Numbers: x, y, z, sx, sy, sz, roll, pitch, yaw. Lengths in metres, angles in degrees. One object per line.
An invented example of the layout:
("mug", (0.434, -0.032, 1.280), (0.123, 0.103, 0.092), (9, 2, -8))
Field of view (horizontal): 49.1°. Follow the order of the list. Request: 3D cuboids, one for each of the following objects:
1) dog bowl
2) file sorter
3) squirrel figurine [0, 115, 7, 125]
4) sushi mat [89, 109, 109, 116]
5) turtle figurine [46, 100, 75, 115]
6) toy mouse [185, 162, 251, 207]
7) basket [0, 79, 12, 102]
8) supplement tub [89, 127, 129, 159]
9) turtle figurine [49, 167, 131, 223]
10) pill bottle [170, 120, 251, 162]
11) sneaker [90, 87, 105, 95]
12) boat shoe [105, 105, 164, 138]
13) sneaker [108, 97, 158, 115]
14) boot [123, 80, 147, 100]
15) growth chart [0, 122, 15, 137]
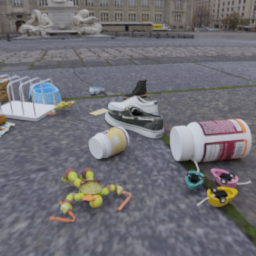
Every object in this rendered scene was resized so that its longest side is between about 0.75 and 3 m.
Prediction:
("dog bowl", (-4.459, -1.827, 14.909), (1.457, 0.648, 2.614), (-12, 25, -25))
("file sorter", (-4.842, -1.437, 12.787), (2.547, 1.586, 1.768), (8, 24, 16))
("squirrel figurine", (-5.918, -0.812, 10.541), (1.472, 1.942, 2.080), (-5, 20, 8))
("sushi mat", (-1.335, -0.734, 13.073), (0.438, 0.055, 0.915), (18, 29, 39))
("turtle figurine", (-3.051, -1.001, 12.843), (1.406, 0.453, 1.134), (-25, 5, 3))
("toy mouse", (2.181, 1.466, 7.431), (1.946, 0.376, 1.729), (-8, 24, -18))
("basket", (-7.069, -1.992, 14.592), (1.602, 1.194, 1.144), (-20, 30, -37))
("supplement tub", (-0.617, 0.491, 9.151), (1.144, 0.832, 0.832), (-21, 30, -40))
("turtle figurine", (-1.089, 1.526, 6.932), (2.028, 0.653, 1.635), (-12, 26, -27))
("pill bottle", (2.530, 0.419, 8.790), (2.208, 1.261, 1.261), (-4, 23, -9))
("sneaker", (-1.775, -2.123, 15.931), (0.396, 0.418, 1.034), (20, 20, 40))
("boat shoe", (0.227, -0.440, 11.255), (2.867, 0.913, 1.014), (18, 29, 36))
("sneaker", (0.240, -1.034, 12.670), (2.344, 0.830, 0.856), (9, 15, 15))
("boot", (0.373, -2.060, 15.020), (1.391, 0.962, 0.539), (-15, 29, -30))
("growth chart", (-5.318, 0.136, 10.881), (1.306, 0.160, 1.804), (8, 26, 21))
